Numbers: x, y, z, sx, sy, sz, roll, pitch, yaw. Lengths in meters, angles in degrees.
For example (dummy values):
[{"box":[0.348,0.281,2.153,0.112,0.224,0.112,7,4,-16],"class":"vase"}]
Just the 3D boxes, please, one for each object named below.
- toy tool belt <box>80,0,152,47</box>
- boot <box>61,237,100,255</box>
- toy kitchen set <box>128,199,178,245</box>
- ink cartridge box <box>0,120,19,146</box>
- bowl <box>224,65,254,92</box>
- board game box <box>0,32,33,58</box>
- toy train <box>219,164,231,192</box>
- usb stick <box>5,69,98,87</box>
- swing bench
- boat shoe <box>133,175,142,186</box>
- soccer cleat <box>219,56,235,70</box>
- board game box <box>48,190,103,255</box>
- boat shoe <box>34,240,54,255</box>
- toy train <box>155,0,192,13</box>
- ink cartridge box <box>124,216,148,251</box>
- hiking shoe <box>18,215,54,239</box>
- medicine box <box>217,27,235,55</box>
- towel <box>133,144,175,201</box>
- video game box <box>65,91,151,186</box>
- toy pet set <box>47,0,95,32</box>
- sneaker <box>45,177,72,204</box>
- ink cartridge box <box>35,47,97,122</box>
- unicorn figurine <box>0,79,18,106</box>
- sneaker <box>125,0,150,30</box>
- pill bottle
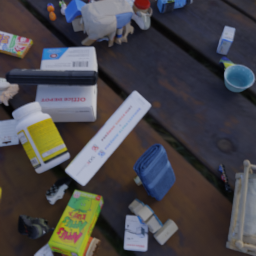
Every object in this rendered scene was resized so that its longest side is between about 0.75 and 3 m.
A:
[{"box":[-0.546,-4.201,11.240,2.782,1.709,1.737,-21,69,-22],"class":"toy tool belt"},{"box":[-1.515,3.731,7.586,0.915,0.640,1.707,17,55,13],"class":"boot"},{"box":[0.715,2.639,8.267,0.682,0.928,1.158,-38,105,-17],"class":"toy kitchen set"},{"box":[-4.103,0.204,9.602,0.805,0.238,1.005,-8,61,-5],"class":"ink cartridge box"},{"box":[4.060,-1.761,10.464,1.079,0.564,1.079,0,62,-1],"class":"bowl"},{"box":[-5.004,-3.481,11.565,1.880,0.282,0.898,16,62,11],"class":"board game box"},{"box":[3.078,1.597,8.935,0.214,0.160,0.935,-13,62,11],"class":"toy train"},{"box":[-2.400,-1.630,8.998,2.897,0.472,0.803,1,28,2],"class":"usb stick"},{"box":[3.434,2.239,7.428,1.372,2.114,2.103,11,69,13],"class":"swing bench"},{"box":[0.637,1.515,8.884,0.991,0.367,0.329,-22,87,-20],"class":"boat shoe"},{"box":[4.043,-2.342,10.962,0.456,0.353,1.091,-46,73,11],"class":"soccer cleat"},{"box":[-1.422,2.655,7.894,0.876,0.411,1.724,10,45,14],"class":"board game box"},{"box":[-2.224,3.468,7.786,0.417,0.426,1.204,43,74,11],"class":"boat shoe"},{"box":[2.069,-5.791,12.526,1.742,0.755,0.995,-14,72,-10],"class":"toy train"},{"box":[0.231,3.027,8.048,0.653,0.383,0.891,4,62,1],"class":"ink cartridge box"},{"box":[-2.662,2.806,7.980,1.326,0.668,0.502,7,88,47],"class":"hiking shoe"},{"box":[3.933,-3.507,11.289,0.411,0.728,0.799,16,63,8],"class":"medicine box"},{"box":[0.802,1.299,8.137,0.460,1.894,1.058,30,68,40],"class":"towel"},{"box":[-0.701,0.421,7.903,0.663,2.831,2.580,43,75,-2],"class":"video game box"},{"box":[-2.387,-5.196,11.950,2.145,1.139,2.003,-14,63,-7],"class":"toy pet set"},{"box":[-2.114,1.921,8.645,0.391,0.467,1.055,11,33,29],"class":"sneaker"},{"box":[-2.119,-1.550,10.042,1.898,1.096,2.600,-1,63,0],"class":"ink cartridge box"},{"box":[-5.275,-1.647,10.283,2.706,0.999,1.859,26,54,-3],"class":"unicorn figurine"},{"box":[0.101,-5.210,12.196,1.004,0.881,2.505,-34,78,30],"class":"sneaker"},{"box":[-2.717,0.283,8.628,1.118,1.118,1.989,-26,92,-13],"class":"pill bottle"}]
